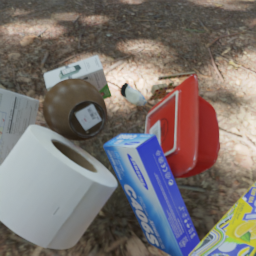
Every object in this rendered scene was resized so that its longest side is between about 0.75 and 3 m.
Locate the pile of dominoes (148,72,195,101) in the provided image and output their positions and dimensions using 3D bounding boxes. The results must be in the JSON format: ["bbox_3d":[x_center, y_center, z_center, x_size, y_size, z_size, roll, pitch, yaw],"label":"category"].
[{"bbox_3d":[1.277,-1.141,8.220,1.299,1.013,0.207,-11,57,-20],"label":"pile of dominoes"}]

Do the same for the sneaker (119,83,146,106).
[{"bbox_3d":[0.187,-1.538,13.055,0.673,0.667,1.856,24,16,-41],"label":"sneaker"}]

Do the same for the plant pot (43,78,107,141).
[{"bbox_3d":[-1.342,-0.410,7.847,1.901,1.901,2.034,-18,16,-17],"label":"plant pot"}]

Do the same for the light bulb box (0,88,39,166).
[{"bbox_3d":[-4.004,0.026,7.875,1.472,2.359,2.338,7,85,23],"label":"light bulb box"}]

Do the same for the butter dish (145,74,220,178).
[{"bbox_3d":[1.581,0.330,7.352,1.846,2.491,2.497,17,62,-21],"label":"butter dish"}]

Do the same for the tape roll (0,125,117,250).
[{"bbox_3d":[-1.757,1.338,6.706,2.537,2.537,1.742,37,91,30],"label":"tape roll"}]

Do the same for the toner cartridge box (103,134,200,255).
[{"bbox_3d":[0.542,1.561,6.484,0.631,2.923,1.389,-32,15,-30],"label":"toner cartridge box"}]

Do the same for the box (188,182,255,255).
[{"bbox_3d":[2.396,1.954,5.136,2.846,0.915,0.997,-29,13,-34],"label":"box"}]

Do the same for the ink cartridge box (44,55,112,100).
[{"bbox_3d":[-1.650,-1.404,9.390,1.883,1.374,0.791,-21,52,-3],"label":"ink cartridge box"}]
